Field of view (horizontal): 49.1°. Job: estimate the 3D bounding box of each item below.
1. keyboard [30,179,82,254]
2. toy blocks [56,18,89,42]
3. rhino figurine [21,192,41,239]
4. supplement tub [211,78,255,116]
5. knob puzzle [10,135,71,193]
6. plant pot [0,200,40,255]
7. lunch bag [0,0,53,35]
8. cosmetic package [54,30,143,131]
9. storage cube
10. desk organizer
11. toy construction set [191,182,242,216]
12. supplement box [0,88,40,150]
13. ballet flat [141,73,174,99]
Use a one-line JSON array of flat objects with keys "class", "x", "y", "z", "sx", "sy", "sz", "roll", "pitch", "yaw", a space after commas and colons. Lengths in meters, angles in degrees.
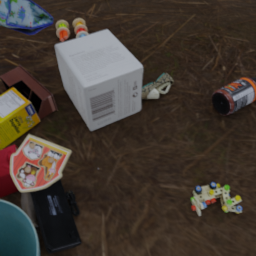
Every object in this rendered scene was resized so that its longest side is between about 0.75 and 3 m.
[{"class": "keyboard", "x": -2.018, "y": 2.210, "z": 7.896, "sx": 1.436, "sy": 0.307, "sz": 2.391, "roll": 7, "pitch": 48, "yaw": -48}, {"class": "toy blocks", "x": -2.705, "y": -4.547, "z": 13.675, "sx": 1.533, "sy": 0.668, "sz": 1.839, "roll": -11, "pitch": 51, "yaw": -10}, {"class": "rhino figurine", "x": -2.676, "y": 2.313, "z": 7.820, "sx": 0.562, "sy": 0.822, "sz": 1.879, "roll": -13, "pitch": 51, "yaw": -9}, {"class": "supplement tub", "x": 4.213, "y": -1.280, "z": 10.708, "sx": 1.927, "sy": 1.030, "sz": 1.030, "roll": -26, "pitch": 55, "yaw": -21}, {"class": "knob puzzle", "x": -2.355, "y": 0.956, "z": 7.135, "sx": 1.601, "sy": 0.222, "sz": 1.601, "roll": 2, "pitch": 62, "yaw": -4}, {"class": "plant pot", "x": -3.295, "y": 3.314, "z": 6.185, "sx": 2.875, "sy": 1.936, "sz": 2.875, "roll": 2, "pitch": 46, "yaw": -2}, {"class": "lunch bag", "x": -3.404, "y": -3.535, "z": 8.613, "sx": 1.442, "sy": 1.080, "sz": 1.696, "roll": 24, "pitch": 21, "yaw": 26}, {"class": "cosmetic package", "x": -1.069, "y": -1.804, "z": 10.359, "sx": 2.204, "sy": 2.202, "sz": 2.671, "roll": -23, "pitch": 55, "yaw": -18}, {"class": "storage cube", "x": -3.640, "y": 1.327, "z": 8.468, "sx": 1.047, "sy": 1.165, "sz": 0.996, "roll": -21, "pitch": 54, "yaw": -9}, {"class": "desk organizer", "x": -3.890, "y": -1.366, "z": 10.891, "sx": 0.937, "sy": 0.873, "sz": 2.433, "roll": -37, "pitch": 59, "yaw": -24}, {"class": "toy construction set", "x": 2.444, "y": 2.109, "z": 8.131, "sx": 1.543, "sy": 0.711, "sz": 1.012, "roll": -4, "pitch": 50, "yaw": -17}, {"class": "supplement box", "x": -4.315, "y": -0.234, "z": 9.678, "sx": 1.102, "sy": 1.109, "sz": 2.025, "roll": 37, "pitch": 65, "yaw": 27}, {"class": "ballet flat", "x": 1.165, "y": -1.571, "z": 11.249, "sx": 1.911, "sy": 0.648, "sz": 0.720, "roll": -36, "pitch": 69, "yaw": -30}]
